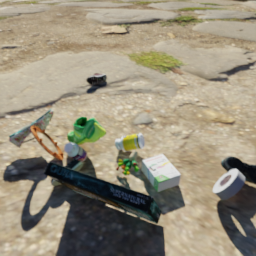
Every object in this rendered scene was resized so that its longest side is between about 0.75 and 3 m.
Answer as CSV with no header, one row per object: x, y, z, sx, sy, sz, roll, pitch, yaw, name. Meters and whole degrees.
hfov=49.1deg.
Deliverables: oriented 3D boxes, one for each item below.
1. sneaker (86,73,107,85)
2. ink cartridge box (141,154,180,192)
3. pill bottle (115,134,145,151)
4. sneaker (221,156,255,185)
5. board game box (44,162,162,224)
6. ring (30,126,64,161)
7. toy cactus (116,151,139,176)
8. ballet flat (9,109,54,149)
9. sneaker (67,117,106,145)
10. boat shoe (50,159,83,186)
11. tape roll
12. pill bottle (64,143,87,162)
-1.888,-2.733,15.476,1.320,0.500,0.763,-16,31,-39,sneaker
1.063,1.471,9.281,0.831,0.482,1.148,-15,37,-20,ink cartridge box
0.059,0.560,10.389,1.021,0.572,0.572,-10,31,20,pill bottle
3.812,1.420,9.147,1.652,0.655,0.623,29,74,4,sneaker
-0.604,1.790,7.617,2.908,1.967,0.409,15,69,20,board game box
-2.763,0.497,9.740,0.151,1.576,1.576,-42,42,1,ring
0.021,1.146,9.237,1.065,0.545,0.879,-8,50,62,toy cactus
-3.527,0.053,10.564,1.965,0.628,0.743,-37,11,-17,ballet flat
-1.551,0.058,9.915,0.826,0.932,2.231,-32,11,-36,sneaker
-2.097,1.419,9.254,0.429,0.484,1.295,39,52,20,boat shoe
3.019,1.697,8.402,0.325,0.983,0.983,44,45,2,tape roll
-1.840,0.834,9.749,0.486,0.872,0.486,-10,62,20,pill bottle
